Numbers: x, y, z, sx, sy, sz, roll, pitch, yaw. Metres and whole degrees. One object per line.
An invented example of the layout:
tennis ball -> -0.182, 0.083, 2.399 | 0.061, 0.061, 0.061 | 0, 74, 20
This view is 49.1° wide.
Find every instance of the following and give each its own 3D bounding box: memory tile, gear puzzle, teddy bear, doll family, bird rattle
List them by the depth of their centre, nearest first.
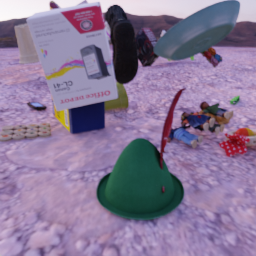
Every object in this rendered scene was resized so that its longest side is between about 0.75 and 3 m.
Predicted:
bird rattle -> 3.945, 0.417, 9.373 | 1.958, 1.103, 1.596 | -14, 10, -1
gear puzzle -> 2.800, -2.818, 9.969 | 0.736, 1.421, 0.186 | -42, -2, -33
doll family -> 2.486, -0.175, 10.309 | 2.718, 1.067, 1.571 | -19, 33, -34
memory tile -> -3.902, 0.125, 10.697 | 1.840, 0.154, 1.410 | -6, 22, -14
teddy bear -> 3.742, -0.607, 12.119 | 1.098, 0.506, 1.514 | -5, 22, -8

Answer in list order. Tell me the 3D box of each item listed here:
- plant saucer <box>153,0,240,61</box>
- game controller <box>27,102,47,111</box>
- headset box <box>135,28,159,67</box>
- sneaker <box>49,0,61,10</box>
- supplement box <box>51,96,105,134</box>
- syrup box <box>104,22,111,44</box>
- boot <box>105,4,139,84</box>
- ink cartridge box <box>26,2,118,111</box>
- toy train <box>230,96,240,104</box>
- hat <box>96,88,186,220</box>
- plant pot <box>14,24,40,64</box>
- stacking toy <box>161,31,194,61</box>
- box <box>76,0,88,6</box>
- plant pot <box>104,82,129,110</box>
plant saucer -> 2.099, -2.705, 8.351 | 2.742, 0.493, 2.742 | -24, -5, -2
game controller -> -4.465, -1.082, 13.675 | 0.636, 0.257, 1.219 | -17, 28, -36
headset box -> 0.700, -3.242, 11.145 | 0.491, 1.309, 0.973 | -18, -14, -38
sneaker -> -2.708, -3.886, 10.584 | 0.790, 1.754, 0.657 | -38, 57, -13
supplement box -> -2.137, -0.921, 11.594 | 1.428, 1.437, 2.624 | -11, 23, -28
syrup box -> -1.324, -4.460, 13.880 | 2.232, 0.879, 0.909 | -25, 21, 35
boot -> -0.286, -3.368, 11.343 | 1.025, 2.723, 2.036 | -7, 40, -12
ink cartridge box -> -1.617, -2.230, 8.853 | 2.153, 2.917, 1.249 | -12, 28, -1
toy train -> 5.609, -1.465, 14.698 | 0.353, 0.261, 1.253 | 1, 18, 32
hat -> 0.323, 0.451, 6.803 | 2.211, 2.349, 2.669 | 2, 21, 6
plant pot -> -3.381, -3.060, 9.942 | 1.349, 1.235, 1.349 | -9, 25, 4
stacking toy -> 2.215, -3.687, 12.490 | 1.213, 1.609, 0.378 | -6, -21, -9
box -> -1.755, -3.766, 9.594 | 1.167, 0.681, 0.351 | -37, 15, -8
plant pot -> -0.850, -1.391, 13.305 | 1.341, 1.413, 1.413 | -20, 26, -14
